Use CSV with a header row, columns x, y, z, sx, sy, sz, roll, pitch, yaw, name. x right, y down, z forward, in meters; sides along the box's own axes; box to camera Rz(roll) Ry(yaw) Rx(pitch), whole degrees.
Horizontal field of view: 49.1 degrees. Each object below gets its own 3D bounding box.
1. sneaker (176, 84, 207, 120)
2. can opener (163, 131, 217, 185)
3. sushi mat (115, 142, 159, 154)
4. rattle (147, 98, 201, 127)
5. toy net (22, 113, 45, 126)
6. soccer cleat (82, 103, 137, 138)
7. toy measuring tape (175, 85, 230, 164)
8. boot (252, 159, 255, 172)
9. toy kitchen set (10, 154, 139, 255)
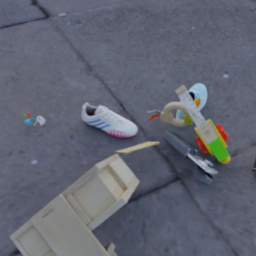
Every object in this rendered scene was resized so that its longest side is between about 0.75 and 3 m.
x,y,z,sx,sy,sz,roll,pitch,yaw,name
2.565,-1.153,10.826,0.843,0.934,2.280,20,51,16,sneaker
1.888,0.943,9.034,0.621,0.778,2.327,14,18,-37,can opener
0.286,0.637,8.985,1.363,0.082,0.652,-14,6,-30,sushi mat
1.606,-0.704,10.051,1.659,1.080,1.185,-2,58,39,rattle
-3.370,-0.310,10.117,0.945,0.496,0.183,-2,9,20,toy net
-0.715,-0.284,10.046,2.174,0.939,0.760,16,50,13,soccer cleat
2.445,-0.096,9.177,1.094,1.094,2.974,-39,98,-29,toy measuring tape
4.438,1.151,8.787,0.936,0.363,0.648,9,87,28,boot
-0.873,2.557,7.491,2.798,2.524,2.283,-40,85,8,toy kitchen set
